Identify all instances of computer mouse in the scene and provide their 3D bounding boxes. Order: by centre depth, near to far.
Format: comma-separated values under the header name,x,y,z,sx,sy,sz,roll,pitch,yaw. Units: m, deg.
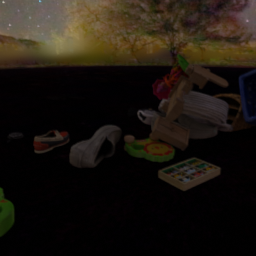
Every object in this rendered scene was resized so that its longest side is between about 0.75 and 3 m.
name,x,y,z,sx,sy,sz,roll,pitch,yaw
computer mouse,0.926,-0.551,13.971,1.485,0.594,2.708,2,11,-11

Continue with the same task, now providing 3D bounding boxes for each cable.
name,x,y,z,sx,sy,sz,roll,pitch,yaw
cable,2.830,-0.798,12.148,2.913,1.008,2.912,23,-8,-36

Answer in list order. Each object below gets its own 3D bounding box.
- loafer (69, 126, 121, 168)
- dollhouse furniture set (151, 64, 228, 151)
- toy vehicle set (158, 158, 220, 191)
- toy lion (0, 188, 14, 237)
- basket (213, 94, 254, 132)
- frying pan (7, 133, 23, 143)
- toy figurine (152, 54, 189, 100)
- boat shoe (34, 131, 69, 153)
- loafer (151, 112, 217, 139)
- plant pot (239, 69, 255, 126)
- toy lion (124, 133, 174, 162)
name,x,y,z,sx,sy,sz,roll,pitch,yaw
loafer,-0.857,0.644,9.500,0.974,0.976,2.792,17,26,20
dollhouse furniture set,2.109,-0.851,9.546,1.295,2.925,1.516,26,44,-4
toy vehicle set,1.822,1.332,8.313,1.639,0.217,1.019,-13,21,-36
toy lion,-3.552,1.809,6.055,2.452,0.842,2.351,4,10,13
basket,4.525,-0.805,13.111,1.572,1.506,2.110,-8,19,-29
frying pan,-4.824,0.373,11.620,0.606,0.163,1.001,7,15,24
toy figurine,1.664,-1.732,10.715,1.688,1.377,1.834,-39,-3,24
boat shoe,-2.894,0.408,10.730,0.664,0.584,1.866,6,16,24
loafer,2.327,-0.139,11.819,2.800,0.977,0.979,6,18,19
plant pot,6.148,-1.241,11.551,2.017,2.243,2.243,21,-30,-40
toy lion,0.764,0.757,9.881,1.590,0.546,1.524,-5,25,-14
